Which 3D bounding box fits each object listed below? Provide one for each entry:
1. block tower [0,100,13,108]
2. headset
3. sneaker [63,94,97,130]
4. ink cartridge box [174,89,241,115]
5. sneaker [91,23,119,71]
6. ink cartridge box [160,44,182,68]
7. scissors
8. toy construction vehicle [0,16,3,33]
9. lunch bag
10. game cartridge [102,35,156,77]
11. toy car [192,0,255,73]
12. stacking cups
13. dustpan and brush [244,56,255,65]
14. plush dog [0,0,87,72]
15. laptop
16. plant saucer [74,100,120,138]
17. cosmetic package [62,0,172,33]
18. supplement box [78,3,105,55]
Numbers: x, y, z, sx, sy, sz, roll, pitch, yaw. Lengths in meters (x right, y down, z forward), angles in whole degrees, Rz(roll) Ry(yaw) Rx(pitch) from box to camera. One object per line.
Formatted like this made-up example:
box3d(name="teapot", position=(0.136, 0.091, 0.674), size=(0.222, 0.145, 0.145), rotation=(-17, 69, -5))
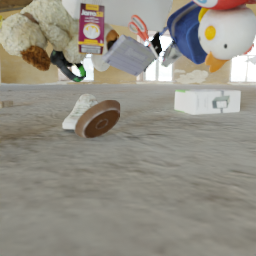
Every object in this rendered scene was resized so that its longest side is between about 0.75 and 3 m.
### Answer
box3d(name="block tower", position=(-6.277, -1.219, 14.303), size=(0.306, 0.286, 1.059), rotation=(3, 12, 10))
box3d(name="headset", position=(-2.271, -2.761, 10.441), size=(1.034, 2.201, 1.359), rotation=(-37, -4, 23))
box3d(name="sneaker", position=(-1.498, -0.546, 8.908), size=(0.877, 1.020, 2.409), rotation=(2, 12, 4))
box3d(name="ink cartridge box", position=(3.460, -1.192, 12.319), size=(2.298, 0.965, 1.672), rotation=(-4, 12, -20))
box3d(name="sneaker", position=(-0.849, -2.982, 11.325), size=(1.076, 2.542, 0.926), rotation=(42, 68, 14))
box3d(name="ink cartridge box", position=(1.821, -3.342, 11.296), size=(0.355, 1.416, 1.632), rotation=(11, -6, -11))
box3d(name="scissors", position=(0.408, -1.703, 5.499), size=(0.078, 1.120, 0.410), rotation=(-48, 12, -29))
box3d(name="toy construction vehicle", position=(-2.975, -2.263, 5.934), size=(0.845, 2.089, 2.399), rotation=(16, 44, -19))
box3d(name="lunch bag", position=(2.472, -3.399, 9.547), size=(2.330, 1.583, 1.541), rotation=(-31, 44, 0))
box3d(name="game cartridge", position=(0.061, -1.671, 6.557), size=(1.212, 0.786, 0.233), rotation=(12, 41, -49))
box3d(name="toy car", position=(2.163, -2.514, 6.292), size=(2.447, 2.766, 2.550), rotation=(-20, 36, -37))
box3d(name="stacking cups", position=(2.972, -2.815, 8.246), size=(0.750, 0.750, 2.478), rotation=(10, -3, 42))
box3d(name="dustpan and brush", position=(3.032, -1.291, 5.327), size=(1.296, 0.531, 1.856), rotation=(-7, 0, -30))
box3d(name="plush dog", position=(-2.774, -2.998, 8.547), size=(2.675, 2.146, 2.297), rotation=(37, 65, 19))
box3d(name="laptop", position=(1.207, -3.317, 11.701), size=(0.832, 1.610, 1.427), rotation=(5, -27, -28))
box3d(name="plant saucer", position=(-0.701, -0.159, 7.039), size=(1.331, 1.331, 0.229), rotation=(-12, 57, -46))
box3d(name="cosmetic package", position=(-0.206, -3.580, 7.452), size=(2.726, 1.467, 1.157), rotation=(-2, 39, -31))
box3d(name="supplement box", position=(-0.797, -2.137, 6.089), size=(0.547, 0.991, 0.424), rotation=(2, -13, -9))
